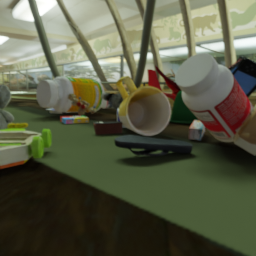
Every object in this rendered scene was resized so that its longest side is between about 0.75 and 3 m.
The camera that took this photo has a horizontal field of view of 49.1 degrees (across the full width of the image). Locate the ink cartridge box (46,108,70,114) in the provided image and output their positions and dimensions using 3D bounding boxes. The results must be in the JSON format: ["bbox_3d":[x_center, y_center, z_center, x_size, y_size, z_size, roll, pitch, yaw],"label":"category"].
[{"bbox_3d":[-3.354,-0.825,13.540,0.915,0.215,0.905,2,10,19],"label":"ink cartridge box"}]

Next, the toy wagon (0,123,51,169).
[{"bbox_3d":[-2.580,0.299,5.730,1.905,0.486,2.456,0,9,-5],"label":"toy wagon"}]

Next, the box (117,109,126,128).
[{"bbox_3d":[0.090,-0.333,9.364,0.917,0.481,0.844,0,15,-4],"label":"box"}]

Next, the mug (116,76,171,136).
[{"bbox_3d":[0.340,-0.611,8.149,1.332,1.664,1.366,0,0,-19],"label":"mug"}]

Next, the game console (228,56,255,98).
[{"bbox_3d":[4.338,-1.514,11.685,2.199,2.551,1.514,21,46,-8],"label":"game console"}]

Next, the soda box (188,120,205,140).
[{"bbox_3d":[1.855,0.051,7.512,0.326,0.303,0.954,6,17,20],"label":"soda box"}]

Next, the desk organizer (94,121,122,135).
[{"bbox_3d":[-0.579,-0.003,8.080,0.811,0.312,0.291,-3,10,-16],"label":"desk organizer"}]

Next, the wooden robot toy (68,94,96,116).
[{"bbox_3d":[-1.983,-0.808,11.558,1.417,0.643,0.624,32,21,10],"label":"wooden robot toy"}]

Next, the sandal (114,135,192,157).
[{"bbox_3d":[0.527,0.419,5.583,1.622,0.347,0.617,7,10,-15],"label":"sandal"}]

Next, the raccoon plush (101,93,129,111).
[{"bbox_3d":[-0.520,-1.034,11.023,1.832,0.886,1.227,8,-5,23],"label":"raccoon plush"}]

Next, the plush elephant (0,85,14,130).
[{"bbox_3d":[-4.098,-0.557,8.159,1.465,1.377,1.779,-5,11,-29],"label":"plush elephant"}]

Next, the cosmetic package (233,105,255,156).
[{"bbox_3d":[2.724,-0.162,5.701,0.477,1.342,0.706,32,15,11],"label":"cosmetic package"}]

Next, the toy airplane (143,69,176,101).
[{"bbox_3d":[1.380,-1.267,10.990,2.202,2.202,0.405,-9,-10,-45],"label":"toy airplane"}]

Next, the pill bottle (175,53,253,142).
[{"bbox_3d":[1.961,-0.649,6.297,1.165,1.165,2.075,11,-23,50],"label":"pill bottle"}]

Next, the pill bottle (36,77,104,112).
[{"bbox_3d":[-2.616,-1.514,12.831,1.591,1.591,2.865,8,8,41],"label":"pill bottle"}]

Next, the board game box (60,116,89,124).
[{"bbox_3d":[-1.977,-0.300,10.298,0.893,0.180,0.683,-4,11,-26],"label":"board game box"}]

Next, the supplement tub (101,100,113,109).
[{"bbox_3d":[-1.023,-1.486,15.911,1.037,0.728,0.728,-7,11,-32],"label":"supplement tub"}]

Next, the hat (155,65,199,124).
[{"bbox_3d":[2.315,-1.342,10.533,2.453,2.160,2.032,0,8,0],"label":"hat"}]
